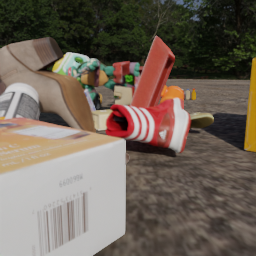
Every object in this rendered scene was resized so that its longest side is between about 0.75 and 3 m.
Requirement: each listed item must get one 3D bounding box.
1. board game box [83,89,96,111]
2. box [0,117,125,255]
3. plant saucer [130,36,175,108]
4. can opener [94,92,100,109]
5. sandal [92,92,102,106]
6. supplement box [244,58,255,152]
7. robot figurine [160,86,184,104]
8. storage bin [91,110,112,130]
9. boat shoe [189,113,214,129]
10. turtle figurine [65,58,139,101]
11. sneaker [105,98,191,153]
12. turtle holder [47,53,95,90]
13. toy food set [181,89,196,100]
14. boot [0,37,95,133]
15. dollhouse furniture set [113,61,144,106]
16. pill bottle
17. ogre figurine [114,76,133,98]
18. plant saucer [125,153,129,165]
[{"bbox_3d":[-1.609,-0.801,9.157,0.920,0.918,0.189,-2,39,22],"label":"board game box"},{"bbox_3d":[-1.212,0.572,2.803,1.943,1.033,1.479,10,15,39],"label":"box"},{"bbox_3d":[0.702,-1.167,7.983,0.460,2.507,2.502,23,15,9],"label":"plant saucer"},{"bbox_3d":[-1.214,-1.050,10.873,0.259,0.780,0.205,-36,58,-29],"label":"can opener"},{"bbox_3d":[-1.395,-1.233,12.461,0.514,0.764,1.903,21,8,-1],"label":"sandal"},{"bbox_3d":[4.253,-0.518,5.924,2.754,1.854,2.792,8,14,33],"label":"supplement box"},{"bbox_3d":[1.619,-1.052,10.323,0.953,0.773,1.325,18,43,10],"label":"robot figurine"},{"bbox_3d":[-0.648,-0.264,8.218,0.930,0.436,0.924,-7,13,-30],"label":"storage bin"},{"bbox_3d":[1.640,-0.212,7.068,0.432,0.372,1.184,32,-28,-23],"label":"boat shoe"},{"bbox_3d":[-1.069,-1.634,9.316,2.758,2.064,1.388,1,55,-6],"label":"turtle figurine"},{"bbox_3d":[0.353,-0.276,6.055,1.538,1.043,2.663,12,6,-2],"label":"sneaker"},{"bbox_3d":[-2.337,-2.126,11.065,2.191,1.556,1.665,11,3,6],"label":"turtle holder"},{"bbox_3d":[3.144,-1.911,15.577,0.633,0.596,1.325,-6,13,-27],"label":"toy food set"},{"bbox_3d":[-2.305,-0.762,7.050,2.137,2.922,1.026,-24,-1,18],"label":"boot"},{"bbox_3d":[0.105,-1.373,9.332,1.188,1.572,2.922,-3,-1,-3],"label":"dollhouse furniture set"},{"bbox_3d":[-2.249,-0.198,5.569,0.894,0.894,1.536,-1,38,-6],"label":"pill bottle"},{"bbox_3d":[0.217,-1.760,12.699,1.303,2.173,1.066,16,47,-14],"label":"ogre figurine"},{"bbox_3d":[-0.647,0.577,4.682,1.338,0.230,1.338,2,12,0],"label":"plant saucer"}]
